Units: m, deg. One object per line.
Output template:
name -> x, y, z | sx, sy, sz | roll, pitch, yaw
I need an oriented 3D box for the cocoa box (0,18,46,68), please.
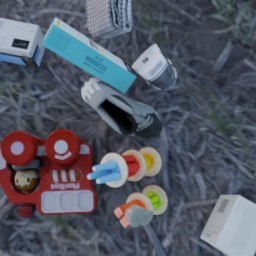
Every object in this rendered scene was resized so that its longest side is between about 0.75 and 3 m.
cocoa box -> -3.425, -2.592, 8.607 | 1.470, 0.965, 0.980 | 12, 75, 4

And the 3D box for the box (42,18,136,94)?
box -> -0.930, -1.770, 6.957 | 2.282, 0.939, 0.561 | 28, 111, -24

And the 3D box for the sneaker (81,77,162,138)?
sneaker -> 0.074, -0.139, 7.377 | 2.825, 1.631, 1.060 | 29, 105, -33

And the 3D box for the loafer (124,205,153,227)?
loafer -> 0.167, 1.946, 6.299 | 0.399, 1.269, 0.456 | 21, 82, 30

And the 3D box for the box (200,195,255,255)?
box -> 2.772, 2.606, 7.381 | 0.928, 1.412, 1.420 | 29, 78, 7

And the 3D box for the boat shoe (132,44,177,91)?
boat shoe -> 0.807, -1.679, 7.969 | 0.983, 2.741, 0.929 | -43, 108, 11

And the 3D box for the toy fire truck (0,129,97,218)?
toy fire truck -> -2.236, 1.272, 7.645 | 2.692, 1.510, 2.261 | -3, 81, -2

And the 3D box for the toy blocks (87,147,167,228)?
toy blocks -> 0.002, 1.556, 7.053 | 0.850, 2.341, 1.951 | -11, 86, 36

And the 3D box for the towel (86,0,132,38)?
towel -> -0.573, -3.451, 7.569 | 0.794, 1.536, 1.855 | -9, 101, -27
